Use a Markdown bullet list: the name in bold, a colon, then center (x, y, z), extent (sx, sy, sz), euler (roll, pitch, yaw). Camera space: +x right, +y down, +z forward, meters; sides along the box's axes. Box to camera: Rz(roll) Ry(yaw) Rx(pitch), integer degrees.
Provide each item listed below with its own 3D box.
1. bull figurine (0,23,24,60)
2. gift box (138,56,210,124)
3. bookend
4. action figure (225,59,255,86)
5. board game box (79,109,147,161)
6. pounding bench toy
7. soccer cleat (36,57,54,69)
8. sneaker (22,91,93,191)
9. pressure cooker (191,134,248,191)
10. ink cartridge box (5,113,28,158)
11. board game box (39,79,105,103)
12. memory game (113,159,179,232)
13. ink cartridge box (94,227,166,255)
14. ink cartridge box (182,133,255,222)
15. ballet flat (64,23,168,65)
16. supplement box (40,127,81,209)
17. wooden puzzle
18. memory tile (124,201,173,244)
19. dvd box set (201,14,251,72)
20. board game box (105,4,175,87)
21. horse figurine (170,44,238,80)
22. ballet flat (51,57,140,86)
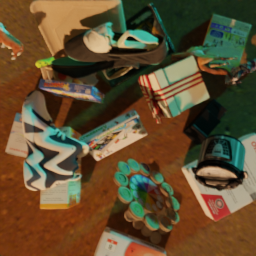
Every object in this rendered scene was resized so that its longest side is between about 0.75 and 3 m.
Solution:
- **bull figurine**: center (-3.293, -2.352, 7.592), extent (1.023, 0.333, 0.621), euler (40, 125, 2)
- **gift box**: center (1.336, -1.172, 9.212), extent (1.698, 1.818, 1.678), euler (-26, 93, -16)
- **bookend**: center (2.677, -0.274, 9.212), extent (0.723, 1.560, 1.570), euler (42, 84, 5)
- **action figure**: center (3.971, -1.946, 9.693), extent (1.575, 1.025, 0.546), euler (-28, 79, -16)
- **board game box**: center (-0.426, 0.261, 8.853), extent (1.922, 1.213, 0.333), euler (-28, 54, 3)
- **pounding bench toy**: center (-1.922, -1.738, 9.258), extent (1.405, 1.096, 0.873), euler (-29, 121, -31)
- **soccer cleat**: center (-2.640, -2.369, 9.980), extent (1.255, 0.406, 0.525), euler (-10, 57, -9)
- **sneaker**: center (-1.933, 0.275, 7.880), extent (1.815, 1.114, 2.790), euler (-4, 71, -8)
- **pressure cooker**: center (2.489, 1.023, 7.540), extent (1.248, 1.229, 1.397), euler (29, 56, -6)
- **ink cartridge box**: center (-3.453, 0.303, 9.625), extent (1.007, 0.590, 1.394), euler (13, 82, 2)
- **board game box**: center (-1.548, -1.021, 7.879), extent (1.540, 1.042, 0.265), euler (10, 85, 14)
- **memory game**: center (0.575, 1.840, 7.994), extent (2.376, 2.376, 0.151), euler (44, 117, 5)
- **ink cartridge box**: center (-0.225, 4.892, 9.075), extent (2.168, 0.670, 2.673), euler (20, 81, 3)
- **ink cartridge box**: center (3.379, 1.567, 9.232), extent (2.555, 1.070, 1.844), euler (-27, 84, -3)
- **ballet flat**: center (-0.295, -2.333, 7.575), extent (2.851, 0.975, 0.969), euler (0, 68, -8)
- **supplement box**: center (-2.089, 1.279, 8.955), extent (0.885, 1.517, 2.408), euler (-2, 80, 4)
- **wooden puzzle**: center (-1.325, -2.921, 8.558), extent (2.562, 2.370, 0.477), euler (1, 61, 8)
- **memory tile**: center (0.730, 2.998, 9.352), extent (1.536, 0.129, 1.177), euler (43, 75, -5)
- **dvd box set**: center (3.453, -2.986, 10.130), extent (1.451, 0.292, 1.984), euler (18, 84, 6)
- **board game box**: center (0.114, -2.697, 9.442), extent (2.524, 0.355, 1.707), euler (-25, 87, 27)
- **horse figurine**: center (2.492, -2.255, 9.206), extent (1.585, 2.392, 0.597), euler (-10, 124, -7)
- **ballet flat**: center (-0.857, -1.793, 8.327), extent (2.725, 0.927, 0.932), euler (-14, 122, -8)
